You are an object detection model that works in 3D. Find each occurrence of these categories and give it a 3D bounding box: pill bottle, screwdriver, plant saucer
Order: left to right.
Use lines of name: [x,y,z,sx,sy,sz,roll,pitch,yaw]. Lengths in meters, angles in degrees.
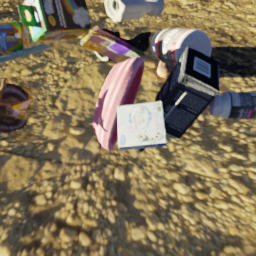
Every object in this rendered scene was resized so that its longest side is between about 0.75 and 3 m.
plant saucer: [-3.260,-2.123,8.150,1.888,0.179,0.660,-30,28,-30]
plant saucer: [-0.291,-0.713,7.641,0.663,2.616,2.616,22,55,5]
screwdriver: [0.658,-0.148,5.500,1.531,0.223,0.214,-53,45,-1]
pill bottle: [1.657,-2.691,9.424,1.256,1.256,2.206,-18,26,-14]
pill bottle: [2.793,-0.580,7.282,1.242,0.723,0.723,0,52,2]

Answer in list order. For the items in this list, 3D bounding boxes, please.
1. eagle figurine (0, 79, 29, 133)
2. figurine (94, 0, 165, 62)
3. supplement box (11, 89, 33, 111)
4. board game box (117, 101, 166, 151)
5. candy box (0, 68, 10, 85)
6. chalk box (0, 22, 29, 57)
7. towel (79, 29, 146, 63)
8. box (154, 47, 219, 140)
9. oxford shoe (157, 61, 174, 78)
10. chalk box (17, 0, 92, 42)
eagle figurine: [-3.121,-0.482,7.056,1.224,1.613,1.217,-37,99,-6]
figurine: [0.202,-3.788,10.317,2.516,2.579,1.110,-19,58,-38]
supplement box: [-3.198,-0.782,7.962,0.449,0.446,0.820,47,22,5]
board game box: [0.246,-0.042,5.365,0.883,0.192,0.887,-6,64,6]
candy box: [-4.514,-1.944,8.534,1.128,1.955,0.541,-3,31,46]
chalk box: [-4.002,-2.807,8.921,1.475,0.921,0.914,0,93,-8]
towel: [-0.494,-2.272,8.103,1.706,1.225,0.194,20,76,-28]
box: [1.492,-0.903,7.610,1.016,1.948,1.442,25,45,-7]
oxford shoe: [2.395,-3.390,12.721,1.014,1.037,2.844,30,58,21]
chalk box: [-2.777,-4.013,10.067,2.337,1.459,1.448,-17,10,-35]
